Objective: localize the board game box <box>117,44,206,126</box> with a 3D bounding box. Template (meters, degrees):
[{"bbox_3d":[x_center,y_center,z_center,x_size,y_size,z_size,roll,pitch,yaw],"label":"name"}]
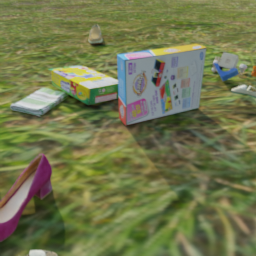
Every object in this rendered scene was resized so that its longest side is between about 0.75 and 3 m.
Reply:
[{"bbox_3d":[0.987,-1.298,8.262,2.601,1.990,0.524,-13,33,-21],"label":"board game box"}]

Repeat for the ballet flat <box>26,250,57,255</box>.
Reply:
[{"bbox_3d":[-1.618,2.109,4.338,1.019,0.384,0.346,-13,32,-19],"label":"ballet flat"}]

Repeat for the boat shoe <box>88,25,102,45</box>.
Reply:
[{"bbox_3d":[-1.866,-5.307,15.718,0.781,0.830,2.181,-4,32,-7],"label":"boat shoe"}]

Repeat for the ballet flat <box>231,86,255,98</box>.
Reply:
[{"bbox_3d":[3.784,-1.200,8.971,0.990,0.344,0.344,11,30,-13],"label":"ballet flat"}]

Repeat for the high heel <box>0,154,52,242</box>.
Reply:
[{"bbox_3d":[-2.136,1.293,5.127,0.649,0.925,1.928,21,38,30],"label":"high heel"}]

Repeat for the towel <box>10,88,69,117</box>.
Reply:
[{"bbox_3d":[-2.913,-0.941,9.325,1.215,0.250,1.628,13,34,18],"label":"towel"}]

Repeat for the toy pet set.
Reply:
[{"bbox_3d":[4.093,-2.197,11.086,1.773,0.941,1.655,22,4,26],"label":"toy pet set"}]

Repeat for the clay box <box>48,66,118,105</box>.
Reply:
[{"bbox_3d":[-1.581,-1.602,9.906,1.478,0.612,2.573,-18,34,-40],"label":"clay box"}]
